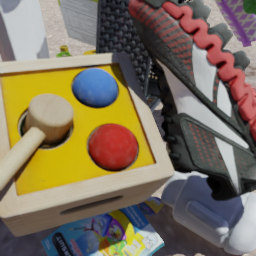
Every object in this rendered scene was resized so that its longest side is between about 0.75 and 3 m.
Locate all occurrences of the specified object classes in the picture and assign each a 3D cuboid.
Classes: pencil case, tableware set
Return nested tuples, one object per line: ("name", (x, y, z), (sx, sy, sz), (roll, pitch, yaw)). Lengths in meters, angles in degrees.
("pencil case", (2.227, -2.532, 5.742), (0.768, 1.830, 0.782), (0, 66, 48))
("tableware set", (-1.823, -2.892, 10.869), (2.368, 0.363, 1.595), (15, 40, 29))

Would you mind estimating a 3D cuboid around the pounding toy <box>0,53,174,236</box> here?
("pounding toy", (-0.794, 0.214, 3.129), (2.217, 1.576, 2.041), (-10, 64, -20))

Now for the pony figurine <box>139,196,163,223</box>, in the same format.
("pony figurine", (-0.252, 1.194, 5.150), (1.672, 1.392, 1.614), (34, 58, 15))

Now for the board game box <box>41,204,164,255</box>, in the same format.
("board game box", (-0.394, 1.789, 4.348), (1.521, 0.357, 1.149), (-35, 61, -12))

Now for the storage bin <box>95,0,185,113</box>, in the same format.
("storage bin", (0.185, -1.351, 4.851), (0.972, 2.074, 1.402), (19, 35, 17))

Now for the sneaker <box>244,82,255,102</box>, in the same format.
("sneaker", (3.675, -0.309, 7.201), (1.312, 0.949, 2.685), (-6, 40, -7))

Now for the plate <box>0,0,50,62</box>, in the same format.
("plate", (-2.162, -1.858, 5.752), (0.405, 2.504, 2.499), (-3, 34, -1))

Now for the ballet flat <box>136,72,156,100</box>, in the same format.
("ballet flat", (0.123, -1.534, 9.072), (2.617, 0.923, 0.854), (32, 21, 31))

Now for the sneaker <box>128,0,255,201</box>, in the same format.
("sneaker", (0.790, -0.274, 3.334), (1.431, 2.930, 1.036), (-36, 12, 14))

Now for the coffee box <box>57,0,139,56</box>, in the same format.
("coffee box", (-0.151, -3.313, 6.616), (2.249, 2.224, 2.246), (21, 69, 10))

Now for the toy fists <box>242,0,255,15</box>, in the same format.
("toy fists", (2.984, -2.199, 4.779), (2.627, 1.339, 0.903), (34, 45, -9))

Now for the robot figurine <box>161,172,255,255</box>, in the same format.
("robot figurine", (1.538, 1.409, 4.852), (1.892, 1.069, 1.605), (25, 12, 30))
